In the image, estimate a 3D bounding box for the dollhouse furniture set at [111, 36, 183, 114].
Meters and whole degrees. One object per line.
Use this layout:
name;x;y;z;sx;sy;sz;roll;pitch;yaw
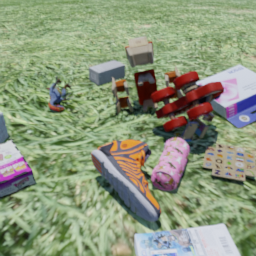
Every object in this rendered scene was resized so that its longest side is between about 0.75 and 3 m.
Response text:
dollhouse furniture set;0.668;-2.092;11.330;2.756;2.726;1.420;-10;38;3

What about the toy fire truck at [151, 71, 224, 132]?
toy fire truck;2.182;-0.947;9.697;2.111;1.409;2.514;-15;-11;-47

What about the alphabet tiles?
alphabet tiles;3.228;1.049;8.931;1.545;0.059;1.857;8;30;18

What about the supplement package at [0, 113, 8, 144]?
supplement package;-5.132;0.185;9.471;1.368;1.052;1.430;5;32;7

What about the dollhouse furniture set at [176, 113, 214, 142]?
dollhouse furniture set;2.198;-0.171;9.838;1.141;1.078;0.745;-4;37;-36

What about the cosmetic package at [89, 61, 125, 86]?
cosmetic package;-1.080;-2.865;14.453;1.732;0.781;0.925;-21;39;-34

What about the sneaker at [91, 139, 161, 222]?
sneaker;0.260;1.155;7.496;1.461;1.012;2.608;-29;56;-27

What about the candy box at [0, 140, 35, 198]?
candy box;-3.735;1.208;8.356;1.259;0.563;1.846;-22;39;-29

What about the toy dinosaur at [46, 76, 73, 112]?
toy dinosaur;-3.127;-1.327;12.389;1.097;2.089;1.896;37;49;-22

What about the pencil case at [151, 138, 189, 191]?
pencil case;1.291;1.061;8.416;0.796;0.761;1.839;-11;26;30

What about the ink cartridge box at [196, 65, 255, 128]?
ink cartridge box;4.718;-1.483;11.920;2.880;0.635;2.934;-23;43;-19

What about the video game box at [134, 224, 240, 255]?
video game box;1.328;3.086;5.498;2.119;0.544;2.326;-2;33;-8
